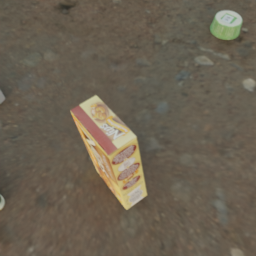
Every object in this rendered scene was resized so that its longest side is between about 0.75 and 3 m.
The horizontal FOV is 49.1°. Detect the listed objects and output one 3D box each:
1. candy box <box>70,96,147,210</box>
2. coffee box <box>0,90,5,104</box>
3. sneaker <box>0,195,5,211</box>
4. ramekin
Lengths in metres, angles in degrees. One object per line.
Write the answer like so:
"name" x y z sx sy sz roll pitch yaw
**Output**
"candy box" -0.367 0.692 6.618 0.731 2.645 1.527 -33 55 -17
"coffee box" -4.936 -1.092 9.191 1.432 0.571 0.819 24 60 15
"sneaker" -4.046 1.454 7.380 1.851 0.831 0.621 33 63 19
"ramekin" 3.923 -4.122 11.157 1.184 0.578 1.184 0 57 0
